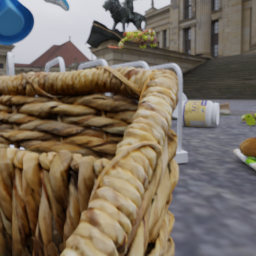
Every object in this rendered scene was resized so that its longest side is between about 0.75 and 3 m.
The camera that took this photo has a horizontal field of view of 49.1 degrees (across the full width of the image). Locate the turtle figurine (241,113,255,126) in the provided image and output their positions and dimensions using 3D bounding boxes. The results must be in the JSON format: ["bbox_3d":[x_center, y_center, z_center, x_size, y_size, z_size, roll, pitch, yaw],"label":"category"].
[{"bbox_3d":[4.772,-0.427,9.588,2.028,0.653,1.635,6,9,38],"label":"turtle figurine"}]

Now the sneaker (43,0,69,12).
[{"bbox_3d":[-2.053,-3.545,7.654,1.034,0.418,0.396,41,21,-12],"label":"sneaker"}]

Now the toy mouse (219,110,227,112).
[{"bbox_3d":[3.077,-0.637,12.421,1.729,0.376,1.946,-6,9,-42],"label":"toy mouse"}]

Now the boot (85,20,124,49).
[{"bbox_3d":[-0.919,-3.333,10.670,1.391,0.962,0.539,21,10,-30],"label":"boot"}]

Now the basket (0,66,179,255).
[{"bbox_3d":[-0.732,0.384,0.878,1.602,1.194,1.144,4,8,25],"label":"basket"}]

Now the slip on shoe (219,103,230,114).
[{"bbox_3d":[4.429,-1.067,15.018,1.952,0.591,0.742,3,8,20],"label":"slip on shoe"}]

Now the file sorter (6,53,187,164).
[{"bbox_3d":[-0.584,-0.256,4.503,2.547,1.586,1.768,-3,8,-24],"label":"file sorter"}]

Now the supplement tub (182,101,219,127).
[{"bbox_3d":[2.296,-0.449,9.010,1.144,0.832,0.832,2,7,23],"label":"supplement tub"}]

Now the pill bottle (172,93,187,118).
[{"bbox_3d":[1.400,-1.032,12.054,1.261,1.261,2.208,-4,8,-32],"label":"pill bottle"}]

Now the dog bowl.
[{"bbox_3d":[-3.856,-3.404,7.884,1.457,0.648,2.614,-38,-21,9],"label":"dog bowl"}]

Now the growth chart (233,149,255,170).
[{"bbox_3d":[2.524,0.501,4.157,1.804,0.160,1.306,2,8,-1],"label":"growth chart"}]

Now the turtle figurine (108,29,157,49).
[{"bbox_3d":[0.218,-2.463,7.745,1.406,0.453,1.134,-15,-6,33],"label":"turtle figurine"}]

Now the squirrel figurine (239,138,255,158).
[{"bbox_3d":[2.704,-0.428,3.461,2.080,1.942,1.472,-4,16,-16],"label":"squirrel figurine"}]
